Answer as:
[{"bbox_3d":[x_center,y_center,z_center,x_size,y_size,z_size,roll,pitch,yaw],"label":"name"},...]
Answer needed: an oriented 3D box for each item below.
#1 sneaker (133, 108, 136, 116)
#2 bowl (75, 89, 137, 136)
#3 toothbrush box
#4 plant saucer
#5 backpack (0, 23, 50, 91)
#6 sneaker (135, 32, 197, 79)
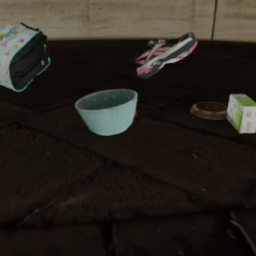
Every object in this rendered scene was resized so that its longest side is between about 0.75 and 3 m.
[{"bbox_3d":[-0.107,-0.788,13.437,0.851,0.577,1.473,12,28,27],"label":"sneaker"},{"bbox_3d":[-0.618,-0.446,8.852,1.954,1.022,1.954,-7,24,3],"label":"bowl"},{"bbox_3d":[5.010,-0.654,12.313,0.718,1.215,1.669,0,25,1],"label":"toothbrush box"},{"bbox_3d":[4.161,-0.928,14.068,2.009,0.322,2.009,-1,24,0],"label":"plant saucer"},{"bbox_3d":[-2.846,-1.753,7.107,1.178,1.351,1.537,19,57,3],"label":"backpack"},{"bbox_3d":[1.157,-2.748,9.825,2.409,1.040,0.968,-25,-11,26],"label":"sneaker"}]
